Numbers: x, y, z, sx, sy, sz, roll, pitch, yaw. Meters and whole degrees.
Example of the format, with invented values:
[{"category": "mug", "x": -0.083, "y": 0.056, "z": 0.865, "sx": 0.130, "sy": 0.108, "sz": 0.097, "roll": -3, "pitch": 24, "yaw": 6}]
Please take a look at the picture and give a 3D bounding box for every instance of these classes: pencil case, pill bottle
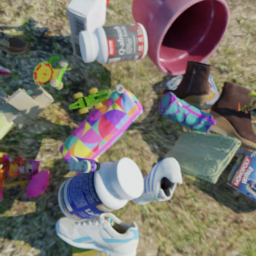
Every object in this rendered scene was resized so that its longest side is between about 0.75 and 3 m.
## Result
[{"category": "pencil case", "x": -0.794, "y": 0.097, "z": 8.648, "sx": 1.292, "sy": 1.292, "sz": 2.924, "roll": 42, "pitch": 96, "yaw": 9}, {"category": "pill bottle", "x": -0.421, "y": -2.308, "z": 7.750, "sx": 1.711, "sy": 0.991, "sz": 0.991, "roll": -12, "pitch": 76, "yaw": -17}, {"category": "pill bottle", "x": -0.737, "y": 1.645, "z": 7.475, "sx": 2.170, "sy": 1.255, "sz": 1.255, "roll": -28, "pitch": 75, "yaw": 31}, {"category": "pencil case", "x": 1.766, "y": -0.414, "z": 8.490, "sx": 1.669, "sy": 0.771, "sz": 0.710, "roll": 24, "pitch": 67, "yaw": -19}]

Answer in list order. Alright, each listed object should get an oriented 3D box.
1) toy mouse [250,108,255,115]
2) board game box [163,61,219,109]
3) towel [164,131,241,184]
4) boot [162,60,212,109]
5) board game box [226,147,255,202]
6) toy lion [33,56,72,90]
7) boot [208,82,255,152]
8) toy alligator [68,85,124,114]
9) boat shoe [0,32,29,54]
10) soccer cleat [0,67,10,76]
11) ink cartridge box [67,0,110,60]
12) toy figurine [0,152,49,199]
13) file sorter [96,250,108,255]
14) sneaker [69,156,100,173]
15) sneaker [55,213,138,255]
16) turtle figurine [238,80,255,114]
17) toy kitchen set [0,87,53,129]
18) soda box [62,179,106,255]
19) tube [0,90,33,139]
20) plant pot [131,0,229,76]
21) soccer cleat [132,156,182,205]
[{"category": "toy mouse", "x": 4.352, "y": -0.755, "z": 8.625, "sx": 1.534, "sy": 1.726, "sz": 0.334, "roll": 12, "pitch": 71, "yaw": -19}, {"category": "board game box", "x": 2.733, "y": -1.390, "z": 11.185, "sx": 1.935, "sy": 0.597, "sz": 1.934, "roll": -29, "pitch": 78, "yaw": -7}, {"category": "towel", "x": 1.959, "y": 0.706, "z": 7.813, "sx": 1.495, "sy": 2.015, "sz": 0.368, "roll": -50, "pitch": 120, "yaw": -20}, {"category": "boot", "x": 1.848, "y": -1.445, "z": 8.883, "sx": 1.683, "sy": 1.400, "sz": 0.609, "roll": 23, "pitch": 32, "yaw": 39}, {"category": "board game box", "x": 4.798, "y": 1.345, "z": 10.414, "sx": 2.607, "sy": 0.805, "sz": 2.609, "roll": 33, "pitch": 79, "yaw": 9}, {"category": "toy lion", "x": -2.206, "y": -1.587, "z": 7.933, "sx": 0.943, "sy": 0.338, "sz": 0.984, "roll": 28, "pitch": 92, "yaw": 18}, {"category": "boot", "x": 4.011, "y": -0.382, "z": 9.607, "sx": 2.339, "sy": 0.846, "sz": 1.945, "roll": 25, "pitch": 84, "yaw": 11}, {"category": "toy alligator", "x": -0.849, "y": -0.765, "z": 7.377, "sx": 1.578, "sy": 0.379, "sz": 0.523, "roll": -19, "pitch": 96, "yaw": -19}, {"category": "boat shoe", "x": -5.143, "y": -3.610, "z": 11.670, "sx": 1.938, "sy": 0.696, "sz": 0.734, "roll": 12, "pitch": 77, "yaw": 3}, {"category": "soccer cleat", "x": -5.398, "y": -2.451, "z": 11.560, "sx": 1.065, "sy": 0.372, "sz": 0.460, "roll": 3, "pitch": 75, "yaw": 1}, {"category": "ink cartridge box", "x": -0.837, "y": -3.870, "z": 8.814, "sx": 0.833, "sy": 2.373, "sz": 2.920, "roll": 31, "pitch": 73, "yaw": 4}, {"category": "toy figurine", "x": -3.979, "y": 1.734, "z": 10.210, "sx": 2.153, "sy": 1.756, "sz": 2.340, "roll": 1, "pitch": 51, "yaw": -14}, {"category": "file sorter", "x": -0.478, "y": 3.847, "z": 7.113, "sx": 0.744, "sy": 0.829, "sz": 1.194, "roll": -35, "pitch": 121, "yaw": -3}, {"category": "sneaker", "x": -1.016, "y": 0.884, "z": 6.651, "sx": 0.503, "sy": 1.012, "sz": 0.352, "roll": 4, "pitch": 92, "yaw": -39}, {"category": "sneaker", "x": -0.944, "y": 3.085, "z": 8.531, "sx": 2.586, "sy": 0.989, "sz": 1.044, "roll": 11, "pitch": 100, "yaw": 9}, {"category": "turtle figurine", "x": 3.548, "y": -0.607, "z": 7.726, "sx": 0.432, "sy": 1.342, "sz": 1.082, "roll": -3, "pitch": 56, "yaw": -13}, {"category": "toy kitchen set", "x": -3.396, "y": -1.028, "z": 8.647, "sx": 1.421, "sy": 1.159, "sz": 1.282, "roll": -39, "pitch": 61, "yaw": 1}, {"category": "soda box", "x": -1.520, "y": 3.234, "z": 9.876, "sx": 1.011, "sy": 0.955, "sz": 2.984, "roll": -11, "pitch": 77, "yaw": -2}, {"category": "tube", "x": -4.678, "y": -0.368, "z": 10.935, "sx": 2.734, "sy": 0.710, "sz": 0.793, "roll": -40, "pitch": 41, "yaw": -4}, {"category": "plant pot", "x": 1.402, "y": -3.427, "z": 8.918, "sx": 2.659, "sy": 2.659, "sz": 2.380, "roll": -29, "pitch": 58, "yaw": -7}, {"category": "soccer cleat", "x": 0.713, "y": 1.710, "z": 7.707, "sx": 0.775, "sy": 2.220, "sz": 0.958, "roll": 6, "pitch": 45, "yaw": -26}]
